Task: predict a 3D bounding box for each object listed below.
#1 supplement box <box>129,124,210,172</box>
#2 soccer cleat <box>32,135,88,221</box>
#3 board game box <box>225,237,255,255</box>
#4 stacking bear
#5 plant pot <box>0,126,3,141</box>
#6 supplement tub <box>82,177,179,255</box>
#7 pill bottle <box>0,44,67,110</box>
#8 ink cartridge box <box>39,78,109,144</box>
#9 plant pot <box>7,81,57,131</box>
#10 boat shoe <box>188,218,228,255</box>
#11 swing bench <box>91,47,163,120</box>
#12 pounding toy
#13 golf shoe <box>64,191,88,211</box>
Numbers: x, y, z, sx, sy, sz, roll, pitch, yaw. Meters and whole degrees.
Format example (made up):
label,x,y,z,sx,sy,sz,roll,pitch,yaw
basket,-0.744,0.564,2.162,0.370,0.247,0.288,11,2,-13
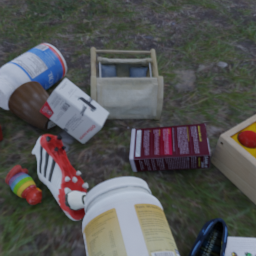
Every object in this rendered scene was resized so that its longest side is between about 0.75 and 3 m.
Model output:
label,x,y,z,sx,sy,sz,roll,pitch,yaw
supplement box,1.293,0.628,8.824,2.376,0.723,1.293,-4,47,11
soccer cleat,-2.056,1.484,8.242,0.949,1.178,2.767,-3,59,-54
board game box,3.168,3.301,6.905,1.719,0.298,1.085,2,47,2
stacking bear,-2.958,1.743,8.142,1.162,0.706,0.661,38,78,21
plant pot,-4.822,0.077,9.503,0.882,1.001,1.000,-16,48,-30
supplement tub,0.053,2.711,6.306,1.993,1.993,2.760,-11,48,-10
pill bottle,-3.885,-1.958,10.844,1.602,1.602,2.855,26,52,22
ink cartridge box,-1.751,-0.500,9.197,1.828,1.319,0.766,39,44,-12
plant pot,-3.177,-0.634,9.956,1.536,1.436,1.436,41,58,17
boat shoe,1.646,3.203,6.449,1.046,0.853,2.486,13,59,17
swing bench,-0.132,-1.631,10.470,2.517,1.642,2.530,-1,47,-7
pounding toy,4.201,0.463,8.464,2.616,1.860,2.408,-26,53,-22
golf shoe,-1.071,1.908,7.477,0.594,1.349,0.521,-27,59,34
